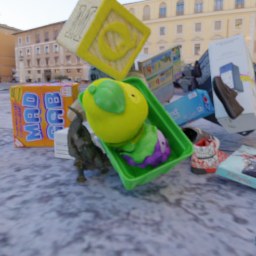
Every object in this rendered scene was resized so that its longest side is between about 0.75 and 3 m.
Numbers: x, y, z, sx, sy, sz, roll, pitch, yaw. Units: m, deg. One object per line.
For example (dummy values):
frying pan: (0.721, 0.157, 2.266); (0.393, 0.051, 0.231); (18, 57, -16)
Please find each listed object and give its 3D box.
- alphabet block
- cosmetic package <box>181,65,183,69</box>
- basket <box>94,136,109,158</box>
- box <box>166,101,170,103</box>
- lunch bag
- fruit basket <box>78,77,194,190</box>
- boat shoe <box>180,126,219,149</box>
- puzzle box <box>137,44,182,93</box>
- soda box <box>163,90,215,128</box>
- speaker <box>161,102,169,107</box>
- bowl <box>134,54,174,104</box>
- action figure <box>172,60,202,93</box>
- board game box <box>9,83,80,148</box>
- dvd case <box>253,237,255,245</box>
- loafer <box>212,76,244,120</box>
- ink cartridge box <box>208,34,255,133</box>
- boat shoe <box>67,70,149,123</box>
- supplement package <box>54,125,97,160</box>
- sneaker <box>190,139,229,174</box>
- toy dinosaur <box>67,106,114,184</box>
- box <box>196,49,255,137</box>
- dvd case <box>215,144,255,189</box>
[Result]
alphabet block: (-0.679, -2.401, 7.363); (1.586, 1.594, 1.624); (24, 10, -37)
cosmetic package: (1.779, -2.182, 12.522); (0.542, 1.526, 0.803); (27, -3, -18)
basket: (-0.061, 0.409, 7.884); (1.438, 0.975, 0.887); (9, 47, 36)
box: (1.173, -1.624, 14.054); (1.762, 2.152, 0.927); (-4, 49, -5)
lunch bag: (-0.504, -1.814, 9.699); (1.485, 1.234, 1.771); (-3, 11, 5)
fruit basket: (0.011, -0.187, 5.833); (1.924, 2.668, 2.668); (-20, 18, -21)
boat shoe: (1.835, 0.314, 8.774); (0.723, 0.872, 2.428); (30, -2, -18)
puzzle box: (1.164, -2.071, 9.915); (1.911, 1.271, 0.243); (-31, 38, -28)
soda box: (1.615, -0.394, 9.934); (2.630, 0.844, 0.892); (-27, -12, 35)
speaker: (1.382, -0.446, 12.521); (1.203, 1.203, 2.963); (3, 11, 16)
bowl: (0.681, -1.743, 11.439); (1.045, 2.326, 2.326); (-41, 27, -18)
action figure: (1.580, -1.921, 11.245); (2.646, 0.918, 1.722); (-1, 53, 38)
board game box: (-2.976, -0.576, 10.622); (2.143, 2.145, 2.143); (-1, 11, -3)
dvd case: (2.579, 1.758, 3.864); (0.927, 0.140, 1.270); (-6, 13, -27)
loafer: (2.603, -0.830, 7.297); (0.440, 1.240, 0.453); (-26, -6, 2)
ink cartridge box: (3.317, -1.257, 8.640); (1.089, 2.490, 1.809); (-8, -19, 30)
boat shoe: (-0.649, -0.725, 8.579); (2.774, 0.895, 0.989); (-28, -22, 18)
supplement package: (-1.504, 0.427, 9.008); (1.130, 0.804, 1.451); (4, 11, 19)
sneaker: (2.360, 0.709, 7.454); (1.562, 0.837, 0.522); (-5, 12, -24)
toy dinosaur: (-1.096, 0.474, 6.720); (0.962, 2.499, 1.278); (-32, 37, 0)
box: (4.079, -1.522, 11.323); (2.738, 2.691, 1.697); (21, -36, -11)
dvd case: (3.379, 0.990, 6.865); (1.742, 0.263, 2.387); (18, 19, 33)
